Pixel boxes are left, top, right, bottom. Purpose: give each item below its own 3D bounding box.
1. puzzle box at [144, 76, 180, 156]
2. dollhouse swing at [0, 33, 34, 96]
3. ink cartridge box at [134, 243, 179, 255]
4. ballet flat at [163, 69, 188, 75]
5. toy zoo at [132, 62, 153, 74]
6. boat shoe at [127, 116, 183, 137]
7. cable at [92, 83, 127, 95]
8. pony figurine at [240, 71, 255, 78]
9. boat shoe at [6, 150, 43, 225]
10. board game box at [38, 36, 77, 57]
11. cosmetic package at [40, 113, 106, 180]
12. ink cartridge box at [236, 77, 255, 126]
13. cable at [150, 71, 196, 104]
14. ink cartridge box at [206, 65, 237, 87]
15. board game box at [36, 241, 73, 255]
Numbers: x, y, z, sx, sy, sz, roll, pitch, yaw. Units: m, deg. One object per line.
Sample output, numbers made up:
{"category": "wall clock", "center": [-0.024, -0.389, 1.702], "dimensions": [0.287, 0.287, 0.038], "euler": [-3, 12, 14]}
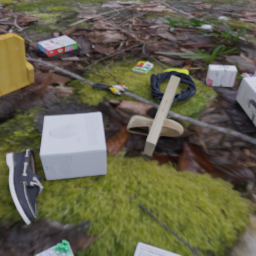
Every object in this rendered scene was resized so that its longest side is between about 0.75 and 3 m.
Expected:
{"category": "puzzle box", "center": [0.986, -0.306, 8.364], "dimensions": [0.273, 1.428, 2.146], "euler": [21, 73, 7]}
{"category": "dollhouse swing", "center": [-5.664, -2.620, 11.176], "dimensions": [2.893, 2.544, 2.629], "euler": [-32, 50, -32]}
{"category": "ink cartridge box", "center": [0.578, 3.593, 4.872], "dimensions": [1.748, 0.978, 2.562], "euler": [12, 39, 14]}
{"category": "ballet flat", "center": [2.174, -2.451, 12.689], "dimensions": [1.133, 0.379, 0.380], "euler": [-1, 52, -4]}
{"category": "toy zoo", "center": [0.726, -2.907, 13.414], "dimensions": [0.698, 0.109, 1.065], "euler": [16, 42, 19]}
{"category": "boat shoe", "center": [0.893, 0.073, 9.457], "dimensions": [1.878, 0.669, 0.606], "euler": [8, 47, 21]}
{"category": "cable", "center": [-0.746, -1.759, 11.794], "dimensions": [1.613, 0.406, 0.783], "euler": [25, 43, 27]}
{"category": "pony figurine", "center": [5.431, -2.037, 11.959], "dimensions": [0.987, 0.851, 1.022], "euler": [-9, 55, 3]}
{"category": "boat shoe", "center": [-2.716, 1.456, 7.571], "dimensions": [0.762, 0.933, 2.526], "euler": [-20, 35, -16]}
{"category": "board game box", "center": [-3.792, -4.422, 15.059], "dimensions": [1.672, 0.337, 1.279], "euler": [-26, 46, -28]}
{"category": "cosmetic package", "center": [-1.607, 0.512, 8.502], "dimensions": [1.779, 1.094, 1.773], "euler": [-5, 40, -6]}
{"category": "ink cartridge box", "center": [5.393, -0.766, 10.050], "dimensions": [1.908, 1.111, 2.620], "euler": [-5, 42, -5]}
{"category": "cable", "center": [1.882, -1.645, 11.634], "dimensions": [1.910, 0.595, 2.341], "euler": [3, 37, -4]}
{"category": "ink cartridge box", "center": [3.989, -2.226, 12.039], "dimensions": [1.110, 0.808, 0.471], "euler": [5, 40, 6]}
{"category": "board game box", "center": [-1.746, 3.280, 5.881], "dimensions": [1.465, 0.190, 1.465], "euler": [-19, 44, -21]}
